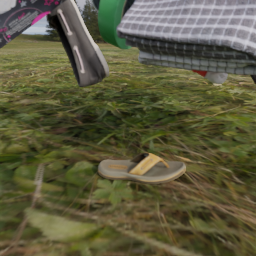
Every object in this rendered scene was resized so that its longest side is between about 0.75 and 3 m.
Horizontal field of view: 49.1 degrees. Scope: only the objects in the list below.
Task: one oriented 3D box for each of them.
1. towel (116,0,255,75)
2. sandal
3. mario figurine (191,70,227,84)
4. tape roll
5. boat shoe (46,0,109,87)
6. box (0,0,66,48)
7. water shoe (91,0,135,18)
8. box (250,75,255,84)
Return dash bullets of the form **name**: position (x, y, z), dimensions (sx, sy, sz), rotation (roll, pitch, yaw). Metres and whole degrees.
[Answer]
- **towel**: position (1.276, -2.237, 4.754), dimensions (2.785, 2.306, 1.192), rotation (18, 0, 38)
- **sandal**: position (0.258, 0.732, 5.574), dimensions (1.764, 0.476, 0.708), rotation (3, 20, 8)
- **mario figurine**: position (1.703, -2.095, 6.794), dimensions (2.789, 1.478, 1.722), rotation (25, -5, 47)
- **tape roll**: position (0.050, -3.080, 7.123), dimensions (0.499, 2.076, 2.076), rotation (29, 29, 18)
- **boat shoe**: position (-1.312, -2.068, 6.029), dimensions (0.728, 2.556, 0.855), rotation (-31, 0, -15)
- **box**: position (-2.165, -2.400, 4.622), dimensions (1.941, 1.282, 1.113), rotation (-36, -19, -1)
- **water shoe**: position (0.311, -4.060, 8.842), dimensions (2.933, 1.049, 1.157), rotation (8, 34, 16)
- **box**: position (3.210, -1.793, 6.340), dimensions (0.409, 1.619, 2.264), rotation (-2, 43, -1)
